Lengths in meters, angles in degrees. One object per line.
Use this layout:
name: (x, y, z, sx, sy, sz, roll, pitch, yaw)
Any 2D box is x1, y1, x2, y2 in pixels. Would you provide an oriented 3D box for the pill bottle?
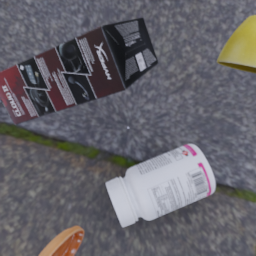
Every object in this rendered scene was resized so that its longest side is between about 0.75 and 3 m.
pill bottle: (0.836, 1.583, 7.656, 2.655, 1.505, 1.505, -21, 75, -6)

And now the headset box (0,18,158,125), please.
headset box: (-1.128, -1.198, 5.962, 2.975, 2.214, 1.149, -12, 108, 27)

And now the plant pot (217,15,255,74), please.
plant pot: (3.083, -1.946, 6.621, 1.651, 1.651, 1.172, 14, 102, 4)

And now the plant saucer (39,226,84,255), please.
plant saucer: (-1.063, 1.889, 4.028, 0.180, 1.113, 1.113, 33, 76, 19)
